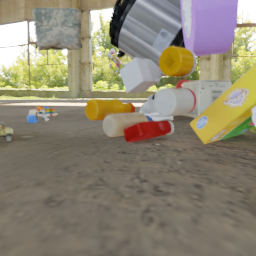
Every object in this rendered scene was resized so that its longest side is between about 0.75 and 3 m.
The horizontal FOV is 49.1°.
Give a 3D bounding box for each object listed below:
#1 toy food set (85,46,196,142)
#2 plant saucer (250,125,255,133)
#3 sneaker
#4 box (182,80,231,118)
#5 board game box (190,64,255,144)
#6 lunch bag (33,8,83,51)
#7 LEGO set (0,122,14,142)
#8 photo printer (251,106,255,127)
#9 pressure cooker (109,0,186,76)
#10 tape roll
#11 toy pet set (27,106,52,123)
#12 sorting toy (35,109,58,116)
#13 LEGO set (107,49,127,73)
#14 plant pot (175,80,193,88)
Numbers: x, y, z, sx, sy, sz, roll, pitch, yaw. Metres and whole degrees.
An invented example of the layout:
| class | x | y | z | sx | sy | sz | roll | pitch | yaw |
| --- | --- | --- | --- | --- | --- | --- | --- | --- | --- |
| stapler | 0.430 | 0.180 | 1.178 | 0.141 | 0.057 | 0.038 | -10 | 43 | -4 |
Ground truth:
| class | x | y | z | sx | sy | sz | roll | pitch | yaw |
| --- | --- | --- | --- | --- | --- | --- | --- | --- | --- |
| toy food set | 0.468 | -0.521 | 5.820 | 1.292 | 1.371 | 2.871 | -6 | -17 | -43 |
| plant saucer | 4.624 | -0.095 | 6.903 | 2.964 | 0.460 | 2.964 | 0 | 8 | 0 |
| sneaker | 1.102 | -0.847 | 10.550 | 0.934 | 1.024 | 2.498 | -2 | 7 | -15 |
| box | 3.048 | -1.136 | 11.220 | 1.226 | 1.439 | 2.251 | -1 | 7 | -5 |
| board game box | 2.669 | -0.740 | 5.374 | 1.968 | 0.519 | 2.572 | -8 | -31 | -46 |
| lunch bag | -1.858 | -2.589 | 7.418 | 1.261 | 1.058 | 0.879 | -1 | 19 | -8 |
| LEGO set | -3.406 | -0.001 | 4.834 | 1.770 | 0.772 | 2.725 | 2 | 7 | 15 |
| photo printer | 3.638 | -0.750 | 4.292 | 2.385 | 0.996 | 2.867 | -7 | -26 | -46 |
| pressure cooker | 0.666 | -3.036 | 8.258 | 2.501 | 2.200 | 2.234 | 34 | -11 | 7 |
| tape roll | 1.591 | -2.755 | 5.856 | 0.788 | 2.402 | 2.402 | -6 | 7 | 6 |
| toy pet set | -2.948 | -0.381 | 9.275 | 0.726 | 0.413 | 0.778 | 1 | -19 | 0 |
| sorting toy | -3.651 | -0.687 | 12.238 | 0.846 | 0.294 | 0.841 | 1 | 7 | 11 |
| LEGO set | -0.206 | -2.412 | 11.022 | 1.546 | 0.575 | 0.711 | 28 | -31 | -18 |
| plant pot | 4.356 | -2.295 | 19.271 | 1.849 | 1.849 | 1.684 | -7 | 19 | -45 |
